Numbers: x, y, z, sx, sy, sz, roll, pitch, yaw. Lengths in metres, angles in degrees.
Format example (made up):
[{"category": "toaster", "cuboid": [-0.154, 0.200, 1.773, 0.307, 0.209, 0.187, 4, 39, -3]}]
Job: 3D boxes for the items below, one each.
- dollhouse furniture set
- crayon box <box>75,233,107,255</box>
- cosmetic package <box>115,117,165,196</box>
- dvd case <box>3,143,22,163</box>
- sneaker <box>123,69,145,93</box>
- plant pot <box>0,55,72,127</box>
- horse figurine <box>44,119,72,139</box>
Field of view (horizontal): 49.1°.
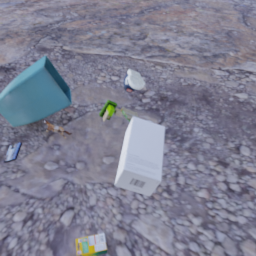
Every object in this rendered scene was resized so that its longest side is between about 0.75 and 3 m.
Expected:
[{"category": "dollhouse furniture set", "cuboid": [-0.247, -0.314, 9.514, 1.264, 0.634, 0.828, 21, 23, -24]}, {"category": "crayon box", "cuboid": [-1.017, 3.253, 7.714, 0.814, 0.210, 0.512, -7, 38, -10]}, {"category": "cosmetic package", "cuboid": [0.363, 0.712, 7.566, 1.033, 0.815, 1.920, 19, 44, -6]}, {"category": "dvd case", "cuboid": [-3.955, 0.860, 9.603, 0.876, 0.077, 0.625, -15, 54, 41]}, {"category": "sneaker", "cuboid": [0.171, -1.763, 11.626, 0.738, 0.832, 1.970, 23, 23, -11]}, {"category": "plant pot", "cuboid": [-4.025, -1.357, 11.776, 2.666, 1.884, 1.883, -31, 30, 4]}, {"category": "horse figurine", "cuboid": [-2.905, 0.083, 11.412, 1.170, 0.292, 0.775, 21, 14, -27]}]
